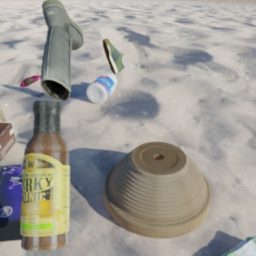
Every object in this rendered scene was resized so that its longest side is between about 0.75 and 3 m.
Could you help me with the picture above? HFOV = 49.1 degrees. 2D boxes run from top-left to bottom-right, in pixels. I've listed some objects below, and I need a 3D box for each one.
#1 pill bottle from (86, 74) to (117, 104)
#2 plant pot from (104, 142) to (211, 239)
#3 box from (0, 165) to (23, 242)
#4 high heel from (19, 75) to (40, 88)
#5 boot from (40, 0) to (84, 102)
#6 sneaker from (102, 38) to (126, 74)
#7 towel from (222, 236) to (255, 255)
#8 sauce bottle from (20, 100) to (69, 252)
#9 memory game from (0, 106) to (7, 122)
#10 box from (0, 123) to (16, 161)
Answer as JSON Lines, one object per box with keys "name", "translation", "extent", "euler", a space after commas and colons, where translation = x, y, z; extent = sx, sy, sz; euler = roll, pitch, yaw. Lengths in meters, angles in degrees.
{"name": "pill bottle", "translation": [-1.165, -1.917, 13.146], "extent": [0.992, 0.992, 1.768], "euler": [9, 33, 15]}
{"name": "plant pot", "translation": [0.802, 1.323, 7.540], "extent": [2.950, 1.362, 2.950], "euler": [1, 32, 0]}
{"name": "box", "translation": [-2.731, 1.854, 7.241], "extent": [1.404, 0.785, 1.990], "euler": [-6, 32, -5]}
{"name": "high heel", "translation": [-3.867, -1.788, 10.815], "extent": [0.988, 0.333, 0.475], "euler": [-25, 16, 17]}
{"name": "boot", "translation": [-2.023, -2.198, 8.911], "extent": [1.026, 2.571, 2.828], "euler": [-15, 73, 12]}
{"name": "sneaker", "translation": [-0.468, -2.622, 10.024], "extent": [0.579, 1.290, 0.433], "euler": [-29, 27, -20]}
{"name": "towel", "translation": [2.259, 3.281, 5.261], "extent": [2.580, 0.396, 1.925], "euler": [-18, 35, -26]}
{"name": "sauce bottle", "translation": [-1.423, 0.769, 4.842], "extent": [0.806, 2.490, 0.806], "euler": [-3, -10, -1]}
{"name": "memory game", "translation": [-3.705, -1.176, 7.275], "extent": [0.145, 2.279, 2.279], "euler": [-24, 38, -18]}
{"name": "box", "translation": [-5.239, 0.404, 9.511], "extent": [2.360, 0.884, 1.182], "euler": [2, 31, 6]}
